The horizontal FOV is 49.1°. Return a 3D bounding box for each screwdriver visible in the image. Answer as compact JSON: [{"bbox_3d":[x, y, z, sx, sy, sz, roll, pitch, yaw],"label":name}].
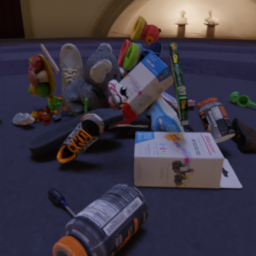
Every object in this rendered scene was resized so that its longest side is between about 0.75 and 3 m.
[{"bbox_3d":[-1.207,1.736,5.885,1.758,0.245,0.256,25,3,41],"label":"screwdriver"}]

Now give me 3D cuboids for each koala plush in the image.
[{"bbox_3d":[-1.090,-1.630,9.944,2.243,2.441,2.165,16,37,-9],"label":"koala plush"}]

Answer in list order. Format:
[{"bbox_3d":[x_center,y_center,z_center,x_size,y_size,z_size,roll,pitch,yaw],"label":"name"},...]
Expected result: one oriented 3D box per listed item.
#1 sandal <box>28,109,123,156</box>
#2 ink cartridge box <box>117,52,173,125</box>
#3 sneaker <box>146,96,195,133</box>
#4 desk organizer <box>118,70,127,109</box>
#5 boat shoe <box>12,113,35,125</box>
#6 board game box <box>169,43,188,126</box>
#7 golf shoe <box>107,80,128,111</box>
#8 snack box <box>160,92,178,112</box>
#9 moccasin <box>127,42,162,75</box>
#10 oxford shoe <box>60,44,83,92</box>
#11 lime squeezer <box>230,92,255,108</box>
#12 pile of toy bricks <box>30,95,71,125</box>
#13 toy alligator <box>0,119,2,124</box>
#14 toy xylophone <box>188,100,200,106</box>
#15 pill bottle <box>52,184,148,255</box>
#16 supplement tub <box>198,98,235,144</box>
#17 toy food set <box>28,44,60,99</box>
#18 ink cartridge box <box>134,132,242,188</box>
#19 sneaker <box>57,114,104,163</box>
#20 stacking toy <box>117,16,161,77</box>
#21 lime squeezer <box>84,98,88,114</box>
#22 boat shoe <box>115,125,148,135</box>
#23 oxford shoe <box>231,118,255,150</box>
[{"bbox_3d":[-1.520,0.138,8.516,2.924,0.626,1.112,-22,26,-11],"label":"sandal"},{"bbox_3d":[0.322,-1.233,9.728,0.836,2.487,1.445,49,6,21],"label":"ink cartridge box"},{"bbox_3d":[1.339,0.055,9.070,0.953,1.094,2.432,32,20,-41],"label":"sneaker"},{"bbox_3d":[0.079,-1.821,13.266,1.101,1.026,2.860,16,29,6],"label":"desk organizer"},{"bbox_3d":[-3.906,-0.268,10.441,0.413,0.455,1.237,36,-21,-36],"label":"boat shoe"},{"bbox_3d":[1.275,-1.133,7.090,0.232,1.036,1.977,-6,54,6],"label":"board game box"},{"bbox_3d":[-0.232,-0.904,7.149,0.533,0.420,1.157,-30,38,15],"label":"golf shoe"},{"bbox_3d":[1.387,-1.363,12.143,2.157,0.262,0.775,34,32,12],"label":"snack box"},{"bbox_3d":[0.785,-3.114,12.693,0.941,0.798,2.340,10,63,45],"label":"moccasin"},{"bbox_3d":[-2.259,-2.080,11.070,0.895,2.381,0.687,1,17,-7],"label":"oxford shoe"},{"bbox_3d":[5.283,-1.211,12.815,0.991,0.529,2.806,26,13,-20],"label":"lime squeezer"},{"bbox_3d":[-2.956,-0.851,11.116,1.040,0.926,1.875,15,27,33],"label":"pile of toy bricks"},{"bbox_3d":[-5.339,-0.031,9.373,0.836,0.765,2.819,8,24,18],"label":"toy alligator"},{"bbox_3d":[2.812,-1.101,12.373,0.632,0.217,0.863,-5,8,-2],"label":"toy xylophone"},{"bbox_3d":[-0.457,1.758,4.880,0.924,0.924,1.740,15,27,32],"label":"pill bottle"},{"bbox_3d":[2.577,-0.217,8.311,0.757,1.235,0.757,-16,-19,-5],"label":"supplement tub"},{"bbox_3d":[-3.512,-1.953,10.761,0.833,1.501,2.551,-26,-9,-30],"label":"toy food set"},{"bbox_3d":[1.478,0.782,7.260,2.624,0.890,1.510,1,23,2],"label":"ink cartridge box"},{"bbox_3d":[-1.266,0.340,7.360,0.690,1.764,0.681,40,29,-4],"label":"sneaker"},{"bbox_3d":[0.373,-2.918,11.255,1.004,2.152,2.377,16,-25,-16],"label":"stacking toy"},{"bbox_3d":[-1.524,-0.247,9.524,0.338,1.792,0.633,-19,69,-24],"label":"lime squeezer"},{"bbox_3d":[0.114,0.066,9.442,1.155,0.362,0.422,4,2,-17],"label":"boat shoe"},{"bbox_3d":[3.809,0.222,9.092,0.728,0.626,1.724,7,31,-3],"label":"oxford shoe"}]
